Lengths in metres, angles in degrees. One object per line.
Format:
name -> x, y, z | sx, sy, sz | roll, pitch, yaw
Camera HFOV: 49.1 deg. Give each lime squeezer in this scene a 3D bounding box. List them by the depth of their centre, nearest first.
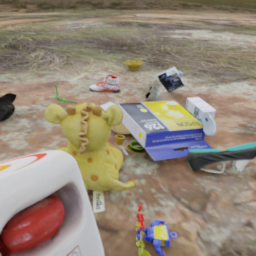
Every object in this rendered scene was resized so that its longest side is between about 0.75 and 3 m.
lime squeezer -> -2.895, -1.360, 12.451 | 0.516, 1.463, 0.276 | -51, 41, -4

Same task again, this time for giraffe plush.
giraffe plush -> -1.137, 0.402, 7.488 | 2.555, 2.401, 2.961 | -12, 22, -21

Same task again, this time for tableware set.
tableware set -> 0.569, 0.430, 9.587 | 2.091, 0.321, 1.409 | -1, 26, -26

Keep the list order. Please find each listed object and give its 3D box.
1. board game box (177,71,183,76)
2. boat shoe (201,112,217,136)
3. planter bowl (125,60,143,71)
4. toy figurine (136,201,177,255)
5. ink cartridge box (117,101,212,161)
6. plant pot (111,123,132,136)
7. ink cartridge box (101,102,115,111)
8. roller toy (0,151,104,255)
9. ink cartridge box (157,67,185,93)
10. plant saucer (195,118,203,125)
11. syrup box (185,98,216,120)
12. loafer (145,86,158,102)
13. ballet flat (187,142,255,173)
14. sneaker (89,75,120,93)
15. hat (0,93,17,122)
board game box -> 2.766, -3.229, 16.721 | 0.810, 0.181, 0.545 | -9, 30, -16
boat shoe -> 2.810, -0.068, 9.621 | 0.453, 0.419, 1.226 | -40, 26, 20
planter bowl -> 0.357, -3.868, 17.566 | 1.161, 0.484, 1.161 | 0, 28, 0
toy figurine -> 0.649, 2.353, 6.088 | 0.890, 0.783, 1.485 | 4, 30, -3
ink cartridge box -> 1.306, -0.055, 9.700 | 2.666, 0.634, 2.697 | -5, 34, -32
plant pot -> -0.064, -0.040, 10.921 | 1.243, 0.171, 1.243 | -2, 31, 1
ink cartridge box -> -0.784, -0.690, 12.044 | 1.145, 0.248, 1.124 | 29, 38, 35
roller toy -> -1.773, 1.633, 3.784 | 2.703, 2.070, 2.963 | -17, 5, -11
ink cartridge box -> 2.136, -2.207, 13.488 | 0.913, 1.835, 0.360 | -22, 65, 20
plant saucer -> 1.954, -0.112, 10.897 | 2.229, 0.211, 0.779 | 3, 40, 6
syrup box -> 3.027, -0.751, 11.820 | 0.592, 0.572, 1.453 | -6, 29, -14
loafer -> 1.109, -1.621, 13.333 | 0.538, 0.581, 1.546 | 13, 28, -7
ballet flat -> 2.947, 0.928, 8.415 | 2.311, 0.790, 0.786 | -7, 3, 11
sneaker -> -1.216, -2.297, 14.309 | 1.639, 0.878, 0.547 | 7, 30, 12
hat -> -5.186, -0.682, 11.485 | 1.727, 0.697, 1.727 | -36, -1, 0
